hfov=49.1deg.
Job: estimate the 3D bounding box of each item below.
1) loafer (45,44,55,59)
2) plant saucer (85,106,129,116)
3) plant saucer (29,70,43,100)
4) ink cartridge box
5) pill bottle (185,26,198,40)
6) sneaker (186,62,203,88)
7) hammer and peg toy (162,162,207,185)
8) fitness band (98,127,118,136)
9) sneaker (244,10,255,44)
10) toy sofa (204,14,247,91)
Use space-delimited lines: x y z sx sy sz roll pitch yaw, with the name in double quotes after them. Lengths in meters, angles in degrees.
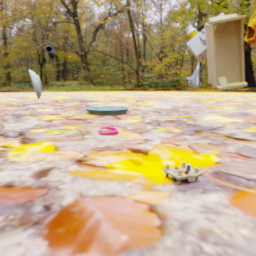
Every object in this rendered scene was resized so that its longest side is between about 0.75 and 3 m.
-3.841 -3.846 13.723 0.399 0.412 1.175 -25 50 -7 "loafer"
-1.268 -1.051 17.059 2.650 0.363 2.650 -1 9 0 "plant saucer"
-3.496 -1.672 10.717 0.290 1.155 1.155 -18 15 -16 "plant saucer"
3.321 -3.539 11.256 1.735 0.729 1.266 -39 -13 18 "ink cartridge box"
3.099 -4.415 13.308 0.463 0.831 0.463 -35 -3 -2 "pill bottle"
2.494 -2.026 10.718 0.597 1.034 0.388 2 -10 37 "sneaker"
1.145 0.924 5.535 0.606 0.290 0.824 -3 10 -27 "hammer and peg toy"
-0.747 0.110 10.651 0.752 0.196 1.047 0 11 -2 "fitness band"
4.332 -3.561 9.416 0.551 1.429 0.521 3 14 -31 "sneaker"
3.560 -2.733 10.229 1.061 2.562 1.250 -10 19 0 "toy sofa"
